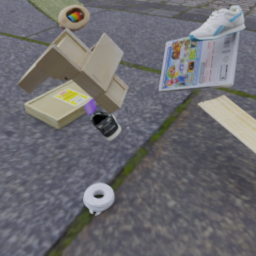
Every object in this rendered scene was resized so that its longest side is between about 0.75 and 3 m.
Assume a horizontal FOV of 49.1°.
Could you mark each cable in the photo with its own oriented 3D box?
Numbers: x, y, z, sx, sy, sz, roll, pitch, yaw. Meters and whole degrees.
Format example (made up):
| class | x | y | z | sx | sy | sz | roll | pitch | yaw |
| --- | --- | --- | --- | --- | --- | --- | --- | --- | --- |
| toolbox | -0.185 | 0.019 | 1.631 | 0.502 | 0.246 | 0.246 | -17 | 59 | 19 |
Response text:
| class | x | y | z | sx | sy | sz | roll | pitch | yaw |
| --- | --- | --- | --- | --- | --- | --- | --- | --- | --- |
| cable | -0.774 | 1.809 | 7.333 | 0.803 | 0.278 | 0.803 | -24 | 43 | -29 |

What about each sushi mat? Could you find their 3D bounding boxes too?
| class | x | y | z | sx | sy | sz | roll | pitch | yaw |
| --- | --- | --- | --- | --- | --- | --- | --- | --- | --- |
| sushi mat | 3.079 | 0.020 | 7.251 | 1.244 | 0.157 | 2.600 | -20 | 53 | -34 |

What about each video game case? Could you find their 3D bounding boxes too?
| class | x | y | z | sx | sy | sz | roll | pitch | yaw |
| --- | --- | --- | --- | --- | --- | --- | --- | --- | --- |
| video game case | 2.162 | -2.100 | 8.900 | 2.547 | 1.824 | 0.230 | 2 | -11 | 44 |

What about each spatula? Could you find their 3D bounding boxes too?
| class | x | y | z | sx | sy | sz | roll | pitch | yaw |
| --- | --- | --- | --- | --- | --- | --- | --- | --- | --- |
| spatula | -0.872 | -0.824 | 7.813 | 0.145 | 1.415 | 0.400 | -8 | 68 | -34 |

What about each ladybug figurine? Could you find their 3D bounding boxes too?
| class | x | y | z | sx | sy | sz | roll | pitch | yaw |
| --- | --- | --- | --- | --- | --- | --- | --- | --- | --- |
| ladybug figurine | -1.471 | -2.892 | 7.509 | 0.676 | 0.358 | 0.996 | 50 | 58 | -1 |

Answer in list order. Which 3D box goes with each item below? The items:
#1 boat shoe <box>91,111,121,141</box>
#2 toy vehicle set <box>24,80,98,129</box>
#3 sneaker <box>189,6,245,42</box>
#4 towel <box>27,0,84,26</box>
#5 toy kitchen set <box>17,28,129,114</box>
| class | x | y | z | sx | sy | sz | roll | pitch | yaw |
| --- | --- | --- | --- | --- | --- | --- | --- | --- | --- |
| boat shoe | -0.678 | -0.203 | 7.261 | 0.589 | 0.555 | 1.641 | -47 | 25 | -1 |
| toy vehicle set | -2.291 | -1.122 | 11.166 | 1.858 | 0.396 | 2.991 | 25 | 43 | 29 |
| sneaker | 2.369 | -2.797 | 7.622 | 1.716 | 0.693 | 0.657 | -24 | 21 | -17 |
| towel | -2.672 | -4.574 | 10.343 | 1.792 | 0.327 | 1.330 | 34 | 73 | -15 |
| toy kitchen set | -1.152 | -1.278 | 6.755 | 1.707 | 1.892 | 1.544 | -27 | 32 | 40 |
